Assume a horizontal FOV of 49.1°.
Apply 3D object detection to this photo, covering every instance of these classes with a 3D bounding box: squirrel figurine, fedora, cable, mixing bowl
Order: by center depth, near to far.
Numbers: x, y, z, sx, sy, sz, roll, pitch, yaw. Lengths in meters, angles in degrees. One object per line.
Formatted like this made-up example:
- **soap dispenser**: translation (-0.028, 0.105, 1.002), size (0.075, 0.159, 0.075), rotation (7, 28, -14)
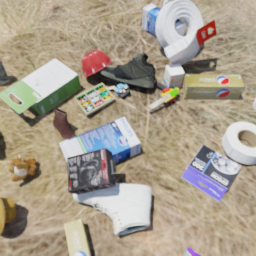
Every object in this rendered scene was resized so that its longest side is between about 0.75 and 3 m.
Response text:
- **fedora**: translation (-3.798, 2.506, 8.463), size (0.581, 1.424, 1.424), rotation (-7, 48, -43)
- **squirrel figurine**: translation (-3.622, 1.318, 9.615), size (0.955, 0.676, 0.892), rotation (0, 18, -36)
- **mixing bowl**: translation (-1.475, -2.878, 12.092), size (1.417, 0.767, 1.417), rotation (-26, 21, 11)
- **cable**: translation (2.413, -4.630, 12.923), size (2.395, 0.829, 2.395), rotation (26, 84, -23)

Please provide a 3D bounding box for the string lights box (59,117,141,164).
- **string lights box**: translation (-0.973, 0.713, 9.949), size (2.551, 0.752, 1.311), rotation (-22, 57, -15)

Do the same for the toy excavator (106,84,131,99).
- **toy excavator**: translation (-0.440, -1.608, 11.850), size (0.841, 0.432, 0.865), rotation (-37, 55, -5)

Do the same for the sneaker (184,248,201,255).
- **sneaker**: translation (2.276, 3.890, 7.846), size (0.761, 0.532, 1.531), rotation (-34, 65, -27)

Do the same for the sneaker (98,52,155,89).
- **sneaker**: translation (-0.005, -2.575, 11.853), size (2.464, 1.411, 0.942), rotation (12, 12, 8)

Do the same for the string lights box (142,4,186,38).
- **string lights box**: translation (1.694, -5.030, 13.840), size (0.675, 1.176, 2.289), rotation (-36, 62, -23)

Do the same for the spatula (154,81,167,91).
- **spatula**: translation (1.031, -2.029, 12.246), size (2.430, 0.250, 0.687), rotation (36, 66, 22)

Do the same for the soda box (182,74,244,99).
- **soda box**: translation (3.495, -1.713, 11.685), size (2.320, 0.786, 0.742), rotation (0, 54, 0)

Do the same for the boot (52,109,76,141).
- **boot**: translation (-2.325, -0.085, 10.354), size (1.198, 0.997, 0.434), rotation (27, 37, 21)

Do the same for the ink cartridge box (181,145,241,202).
- **ink cartridge box**: translation (2.850, 1.504, 9.654), size (1.501, 0.329, 1.516), rotation (31, 61, 20)

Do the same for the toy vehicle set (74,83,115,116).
- **toy vehicle set**: translation (-1.370, -1.174, 11.423), size (1.443, 0.191, 0.896), rotation (-33, 75, -27)

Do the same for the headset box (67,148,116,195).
- **headset box**: translation (-1.048, 1.293, 8.352), size (1.466, 0.566, 1.091), rotation (-16, 66, 15)

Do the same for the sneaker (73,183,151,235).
- **sneaker**: translation (-0.547, 2.479, 8.526), size (2.517, 0.927, 1.455), rotation (0, 51, 4)

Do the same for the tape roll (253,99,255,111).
- **tape roll**: translation (5.597, -0.940, 11.419), size (0.913, 0.319, 0.913), rotation (0, 55, 0)

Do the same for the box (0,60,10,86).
- **box**: translation (-5.574, -2.471, 11.888), size (0.460, 1.345, 0.553), rotation (38, 63, 24)

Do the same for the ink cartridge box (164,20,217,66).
- **ink cartridge box**: translation (2.736, -3.436, 11.788), size (2.215, 1.800, 0.632), rotation (-23, 81, 18)

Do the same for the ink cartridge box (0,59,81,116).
- **ink cartridge box**: translation (-3.557, -1.511, 11.490), size (1.503, 0.859, 2.896), rotation (37, 62, 23)

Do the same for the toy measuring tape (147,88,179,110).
- **toy measuring tape**: translation (1.401, -1.192, 11.484), size (1.636, 0.602, 0.602), rotation (-32, 60, -13)

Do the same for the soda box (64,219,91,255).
- **soda box**: translation (-1.397, 3.521, 8.065), size (0.551, 0.521, 1.628), rotation (-16, 56, -9)

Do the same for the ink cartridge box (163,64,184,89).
- **ink cartridge box**: translation (1.945, -2.179, 11.968), size (0.643, 0.873, 0.632), rotation (-12, 55, -9)

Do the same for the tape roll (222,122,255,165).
- **tape roll**: translation (4.235, 0.540, 10.113), size (1.577, 0.552, 1.577), rotation (3, 51, -4)
